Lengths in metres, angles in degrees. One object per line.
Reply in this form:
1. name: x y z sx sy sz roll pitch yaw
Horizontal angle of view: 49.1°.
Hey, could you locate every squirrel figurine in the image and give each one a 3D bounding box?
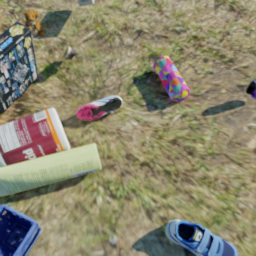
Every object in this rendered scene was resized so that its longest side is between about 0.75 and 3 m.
1. squirrel figurine: -3.496 -3.870 10.076 0.694 0.916 0.981 -12 61 -6

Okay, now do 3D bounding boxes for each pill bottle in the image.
1. pill bottle: -2.822 0.431 7.463 2.255 1.288 1.288 -22 63 -11

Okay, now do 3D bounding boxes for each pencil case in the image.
1. pencil case: 1.355 -1.556 8.935 0.700 0.700 1.584 -19 60 -10

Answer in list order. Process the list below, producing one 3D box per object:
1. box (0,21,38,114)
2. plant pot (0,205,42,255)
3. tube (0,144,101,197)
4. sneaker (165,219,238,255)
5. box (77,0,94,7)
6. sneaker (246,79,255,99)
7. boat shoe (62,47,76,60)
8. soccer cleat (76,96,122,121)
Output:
1. box: -3.400 -1.633 8.028 0.509 2.213 1.759 31 62 4
2. plant pot: -2.677 2.501 6.520 0.998 0.898 0.998 24 65 12
3. tube: -2.141 1.079 7.097 2.869 0.745 0.832 -15 97 -10
4. sneaker: 1.722 2.674 6.541 1.751 0.720 0.647 21 61 10
5. box: -1.463 -4.894 10.002 0.559 0.465 1.361 -6 49 9
6. sneaker: 3.727 -1.121 8.430 0.435 0.874 0.304 -33 55 -5
7. boat shoe: -1.905 -2.381 9.144 0.345 1.063 0.382 22 86 -18
8. soccer cleat: -0.866 -0.600 8.525 1.436 0.502 0.620 -18 18 -6
